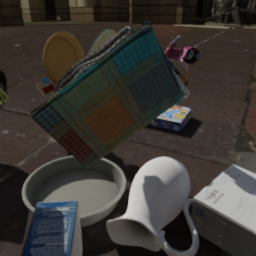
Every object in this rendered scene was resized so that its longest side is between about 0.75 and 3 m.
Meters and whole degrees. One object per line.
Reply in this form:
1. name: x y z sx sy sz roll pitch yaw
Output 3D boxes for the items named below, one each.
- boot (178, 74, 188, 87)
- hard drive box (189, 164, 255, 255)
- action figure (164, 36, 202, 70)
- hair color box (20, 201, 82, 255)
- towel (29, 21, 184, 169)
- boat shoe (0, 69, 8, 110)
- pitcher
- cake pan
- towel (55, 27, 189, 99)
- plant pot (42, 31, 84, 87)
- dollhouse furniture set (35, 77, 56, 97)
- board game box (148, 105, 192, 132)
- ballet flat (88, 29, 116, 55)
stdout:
1. boot: 1.332 -1.456 8.487 1.077 1.387 0.532 42 78 14
2. hard drive box: 3.055 2.103 6.381 2.577 0.990 2.009 24 36 39
3. action figure: 1.762 -2.513 9.788 1.480 0.991 1.102 21 75 40
4. hair color box: -1.323 2.729 4.648 0.871 1.439 2.878 -2 27 -4
5. towel: -0.214 -0.410 4.869 2.387 1.750 0.259 -38 42 -1
6. boat shoe: -2.812 -0.691 5.435 0.783 0.936 2.620 -28 28 -9
7. pitcher: 0.881 1.841 6.643 1.986 1.403 2.315 17 40 21
8. cake pan: -1.440 1.693 7.734 2.765 0.507 2.765 0 27 0
9. towel: -0.131 -0.923 6.029 2.296 1.901 0.983 -31 53 27
10. plant pot: -1.542 -1.578 6.686 0.190 1.383 1.383 8 27 29
11. dollhouse furniture set: -2.687 -1.668 10.859 1.318 0.924 0.929 -34 3 -31
12. board game box: 1.366 -0.616 12.367 2.527 0.435 1.711 13 30 25
13. ballet flat: -1.046 -2.200 9.628 0.899 2.587 0.899 20 51 -26
